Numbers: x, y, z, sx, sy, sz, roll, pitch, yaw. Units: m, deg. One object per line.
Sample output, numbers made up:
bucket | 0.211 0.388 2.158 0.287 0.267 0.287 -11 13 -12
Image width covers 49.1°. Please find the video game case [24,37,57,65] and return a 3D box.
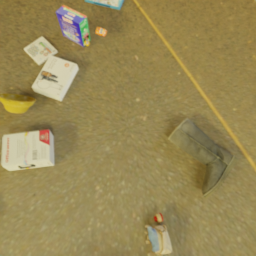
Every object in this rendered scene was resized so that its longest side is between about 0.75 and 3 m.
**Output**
video game case | -3.711 -3.278 11.880 0.981 0.128 1.078 -41 73 -15

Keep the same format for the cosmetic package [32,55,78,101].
cosmetic package | -2.891 -1.995 11.182 1.217 0.417 1.615 20 70 6

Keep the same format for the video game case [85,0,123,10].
video game case | -1.025 -6.180 13.073 1.699 0.151 1.216 16 68 6

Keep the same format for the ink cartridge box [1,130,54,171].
ink cartridge box | -3.506 0.792 9.888 1.619 0.671 1.180 -6 68 -3

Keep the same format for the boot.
boot | 2.383 0.982 9.725 2.328 0.845 2.117 40 59 8

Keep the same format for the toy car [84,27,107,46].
toy car | -1.376 -3.782 11.682 0.503 0.342 1.026 44 99 21

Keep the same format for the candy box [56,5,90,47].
candy box | -2.234 -4.182 11.568 1.170 1.384 0.533 31 71 12

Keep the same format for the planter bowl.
planter bowl | -4.178 -0.871 10.495 1.336 1.336 0.556 12 104 5

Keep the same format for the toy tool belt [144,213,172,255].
toy tool belt | 0.845 3.364 8.777 0.756 0.768 1.230 -9 66 -12
